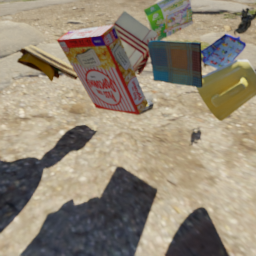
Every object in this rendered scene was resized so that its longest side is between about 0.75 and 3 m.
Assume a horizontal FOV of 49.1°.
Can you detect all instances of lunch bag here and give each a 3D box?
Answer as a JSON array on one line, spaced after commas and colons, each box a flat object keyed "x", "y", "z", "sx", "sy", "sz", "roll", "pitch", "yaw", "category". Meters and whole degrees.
[{"x": 3.150, "y": -2.515, "z": 9.115, "sx": 0.903, "sy": 1.199, "sz": 0.564, "roll": 16, "pitch": 57, "yaw": -25, "category": "lunch bag"}]

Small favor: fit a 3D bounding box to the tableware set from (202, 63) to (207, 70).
[{"x": 3.649, "y": -3.017, "z": 12.594, "sx": 0.165, "sy": 0.544, "sz": 0.823, "roll": 32, "pitch": 63, "yaw": 25, "category": "tableware set"}]

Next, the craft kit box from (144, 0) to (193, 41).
[{"x": 1.663, "y": -4.418, "z": 11.158, "sx": 1.760, "sy": 1.738, "sz": 0.427, "roll": -26, "pitch": 64, "yaw": 8, "category": "craft kit box"}]

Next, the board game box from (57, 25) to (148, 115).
[{"x": -0.735, "y": -1.682, "z": 8.525, "sx": 2.015, "sy": 2.661, "sz": 0.616, "roll": 11, "pitch": 50, "yaw": 43, "category": "board game box"}]

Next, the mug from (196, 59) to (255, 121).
[{"x": 3.218, "y": -1.157, "z": 8.645, "sx": 1.638, "sy": 1.598, "sz": 1.995, "roll": -32, "pitch": 35, "yaw": 26, "category": "mug"}]

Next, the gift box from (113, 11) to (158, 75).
[{"x": 0.087, "y": -2.784, "z": 9.721, "sx": 1.631, "sy": 1.612, "sz": 1.747, "roll": 37, "pitch": 6, "yaw": 1, "category": "gift box"}]

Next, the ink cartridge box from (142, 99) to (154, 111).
[{"x": 0.639, "y": -1.109, "z": 12.894, "sx": 0.779, "sy": 0.185, "sz": 0.788, "roll": -25, "pitch": 45, "yaw": -29, "category": "ink cartridge box"}]

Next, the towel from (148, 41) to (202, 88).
[{"x": 1.102, "y": -1.537, "z": 6.699, "sx": 1.459, "sy": 1.070, "sz": 0.158, "roll": 19, "pitch": 41, "yaw": 42, "category": "towel"}]

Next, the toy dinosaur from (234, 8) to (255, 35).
[{"x": 3.933, "y": -3.492, "z": 9.401, "sx": 0.547, "sy": 0.727, "sz": 1.422, "roll": 20, "pitch": 71, "yaw": 11, "category": "toy dinosaur"}]

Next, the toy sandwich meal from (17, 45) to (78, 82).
[{"x": -3.022, "y": -2.296, "z": 10.641, "sx": 2.542, "sy": 0.870, "sz": 2.542, "roll": 28, "pitch": 8, "yaw": -4, "category": "toy sandwich meal"}]
